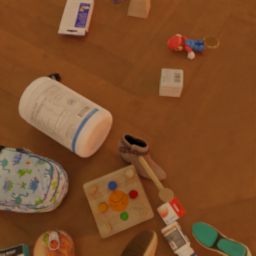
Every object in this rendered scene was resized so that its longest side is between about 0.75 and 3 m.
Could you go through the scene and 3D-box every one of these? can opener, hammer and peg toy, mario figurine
[{"bbox_3d":[-3.532,-1.918,11.893,1.394,0.548,0.442,-28,105,-10],"label":"can opener"},{"bbox_3d":[0.015,2.191,9.208,2.603,0.918,1.915,-22,78,-7],"label":"hammer and peg toy"},{"bbox_3d":[2.591,-3.698,12.742,1.701,0.902,1.050,6,26,-9],"label":"mario figurine"}]

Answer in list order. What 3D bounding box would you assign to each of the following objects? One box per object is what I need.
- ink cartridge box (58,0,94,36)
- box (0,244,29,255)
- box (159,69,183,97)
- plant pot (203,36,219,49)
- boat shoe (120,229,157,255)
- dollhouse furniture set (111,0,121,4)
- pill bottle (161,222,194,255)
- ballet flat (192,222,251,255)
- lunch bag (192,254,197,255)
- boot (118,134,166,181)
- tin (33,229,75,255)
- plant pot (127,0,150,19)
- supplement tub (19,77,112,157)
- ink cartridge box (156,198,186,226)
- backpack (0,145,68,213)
[{"bbox_3d":[-2.487,-5.326,13.551,1.260,0.494,2.662,5,61,2],"label":"ink cartridge box"},{"bbox_3d":[-3.378,4.803,8.280,0.969,0.579,2.356,-14,64,-7],"label":"box"},{"bbox_3d":[1.772,-1.858,11.599,0.889,0.762,0.885,5,63,4],"label":"box"},{"bbox_3d":[3.877,-4.011,13.080,0.792,0.109,0.792,0,62,0],"label":"plant pot"},{"bbox_3d":[0.155,4.443,8.367,0.913,1.009,2.831,43,67,-21],"label":"boat shoe"},{"bbox_3d":[-0.319,-7.215,14.227,1.392,0.988,1.103,-21,65,-10],"label":"dollhouse furniture set"},{"bbox_3d":[1.571,3.580,8.882,0.612,0.612,1.051,-27,66,-13],"label":"pill bottle"},{"bbox_3d":[2.788,3.562,8.518,0.682,0.630,2.021,-48,30,-16],"label":"ballet flat"},{"bbox_3d":[1.939,4.408,8.608,1.003,0.472,0.755,-17,61,-19],"label":"lunch bag"},{"bbox_3d":[0.509,1.013,9.719,1.982,1.449,0.696,23,52,11],"label":"boot"},{"bbox_3d":[-2.208,4.225,8.490,1.223,0.457,2.184,-4,71,-13],"label":"tin"},{"bbox_3d":[0.546,-6.126,13.732,0.996,0.882,0.997,12,64,6],"label":"plant pot"},{"bbox_3d":[-2.229,-0.399,10.203,2.904,1.916,1.916,30,67,15],"label":"supplement tub"},{"bbox_3d":[1.461,2.815,9.463,0.792,0.198,0.642,-34,67,-4],"label":"ink cartridge box"},{"bbox_3d":[-3.367,1.788,9.234,2.731,2.099,2.228,19,63,-8],"label":"backpack"}]
